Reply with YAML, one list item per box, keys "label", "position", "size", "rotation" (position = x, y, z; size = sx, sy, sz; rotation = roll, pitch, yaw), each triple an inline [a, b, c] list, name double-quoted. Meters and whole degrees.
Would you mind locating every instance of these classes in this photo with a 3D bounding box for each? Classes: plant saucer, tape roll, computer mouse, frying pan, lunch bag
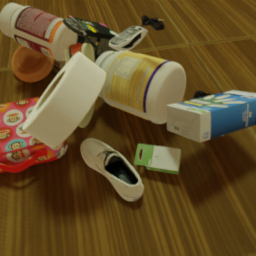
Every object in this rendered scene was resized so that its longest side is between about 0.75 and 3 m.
- label: "plant saucer"
  position: [-3.604, -2.528, 10.465]
  size: [1.658, 0.310, 1.658]
  rotation: [-2, 76, 7]
- label: "tape roll"
  position: [-1.547, -0.671, 6.732]
  size: [0.806, 2.306, 2.306]
  rotation: [36, 44, -23]
- label: "computer mouse"
  position: [2.689, -0.395, 8.956]
  size: [1.185, 0.474, 2.162]
  rotation: [11, 43, 4]
- label: "frying pan"
  position: [-1.409, -2.762, 8.049]
  size: [1.248, 0.203, 0.755]
  rotation: [48, 27, 20]
- label: "computer mouse"
  position: [0.174, -2.333, 7.094]
  size: [1.571, 0.345, 0.861]
  rotation: [-39, 47, -20]
- label: "lunch bag"
  position: [-3.083, 0.281, 7.911]
  size: [2.532, 1.037, 2.230]
  rotation: [-13, 50, -12]

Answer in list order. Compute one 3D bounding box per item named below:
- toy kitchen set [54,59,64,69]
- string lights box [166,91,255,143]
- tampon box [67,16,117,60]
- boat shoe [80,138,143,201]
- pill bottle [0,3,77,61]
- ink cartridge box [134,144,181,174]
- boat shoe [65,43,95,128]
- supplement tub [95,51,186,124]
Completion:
- label: "toy kitchen set"
  position: [-3.147, -2.632, 10.740]
  size: [0.960, 0.783, 0.866]
  rotation: [-37, 58, -28]
- label: "string lights box"
  position: [2.320, -0.365, 7.182]
  size: [2.427, 0.716, 1.247]
  rotation: [-14, 20, -27]
- label: "tampon box"
  position: [-1.392, -3.298, 10.445]
  size: [1.662, 1.049, 1.245]
  rotation: [-7, 42, -44]
- label: "boat shoe"
  position: [-0.452, 0.906, 7.525]
  size: [2.374, 0.776, 0.873]
  rotation: [36, 57, 28]
- label: "pill bottle"
  position: [-2.959, -3.197, 9.251]
  size: [2.277, 1.300, 1.300]
  rotation: [25, 52, 11]
- label: "ink cartridge box"
  position: [0.813, 0.841, 7.636]
  size: [1.192, 0.354, 0.619]
  rotation: [7, 68, 13]
- label: "boat shoe"
  position: [-1.523, -1.272, 8.434]
  size: [0.789, 2.522, 0.898]
  rotation: [3, 4, 21]
- label: "supplement tub"
  position: [0.281, -1.347, 8.677]
  size: [2.535, 1.843, 1.843]
  rotation: [24, 51, 32]
